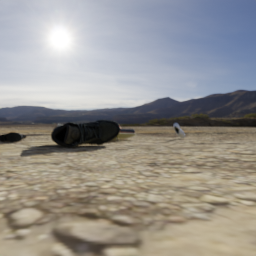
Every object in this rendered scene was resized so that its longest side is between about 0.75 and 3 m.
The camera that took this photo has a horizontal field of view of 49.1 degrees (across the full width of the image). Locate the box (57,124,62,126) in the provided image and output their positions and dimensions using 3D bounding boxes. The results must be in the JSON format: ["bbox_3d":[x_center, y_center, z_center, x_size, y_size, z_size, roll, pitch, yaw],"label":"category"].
[{"bbox_3d":[-2.548,0.265,12.836,1.462,0.601,0.500,14,-7,5],"label":"box"}]

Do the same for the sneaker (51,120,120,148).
[{"bbox_3d":[-1.674,0.260,11.313,2.859,1.093,1.638,-3,4,-10],"label":"sneaker"}]

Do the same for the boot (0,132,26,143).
[{"bbox_3d":[-5.623,0.447,14.190,1.460,0.505,1.271,-2,1,21],"label":"boot"}]

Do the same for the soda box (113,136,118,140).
[{"bbox_3d":[-1.455,0.362,14.337,1.836,0.588,0.622,-2,2,-7],"label":"soda box"}]

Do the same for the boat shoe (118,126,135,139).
[{"bbox_3d":[-0.864,0.155,15.798,2.558,0.800,0.910,-1,-24,2],"label":"boat shoe"}]

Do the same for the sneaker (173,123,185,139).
[{"bbox_3d":[2.936,0.257,16.321,0.411,1.126,0.399,-21,29,35],"label":"sneaker"}]
